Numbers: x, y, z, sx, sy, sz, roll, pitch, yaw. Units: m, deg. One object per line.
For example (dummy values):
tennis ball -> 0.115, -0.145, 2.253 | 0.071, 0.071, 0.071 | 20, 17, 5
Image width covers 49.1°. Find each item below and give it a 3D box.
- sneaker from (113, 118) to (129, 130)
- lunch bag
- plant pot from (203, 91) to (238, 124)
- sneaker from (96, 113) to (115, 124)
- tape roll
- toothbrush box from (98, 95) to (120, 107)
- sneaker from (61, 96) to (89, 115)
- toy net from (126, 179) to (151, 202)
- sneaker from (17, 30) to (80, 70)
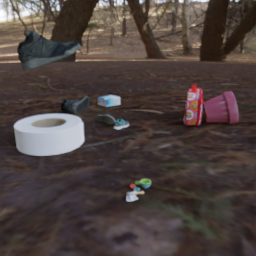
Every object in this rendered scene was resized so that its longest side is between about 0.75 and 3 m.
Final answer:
sneaker -> -0.267, -0.211, 11.679 | 0.347, 0.408, 0.894 | 12, 20, 32
lunch bag -> 2.855, -1.046, 12.233 | 0.766, 1.648, 1.871 | 4, 18, 13
plant pot -> 3.971, -0.800, 12.207 | 1.249, 1.396, 1.396 | -11, 16, 11
sneaker -> -0.859, -0.460, 12.435 | 1.090, 0.408, 0.579 | 14, 25, 40
tape roll -> -2.733, 0.176, 9.803 | 2.301, 0.805, 2.301 | 0, 17, 0
toothbrush box -> -1.069, -1.501, 15.656 | 1.039, 0.443, 0.761 | -14, 23, -40
sneaker -> -2.715, -1.221, 14.292 | 1.101, 0.735, 1.922 | 12, 26, 15
toy net -> 0.170, 1.478, 6.779 | 0.480, 0.177, 0.915 | 11, 21, 30
sneaker -> -3.024, -3.159, 10.570 | 2.400, 1.374, 0.917 | -24, 22, -21
